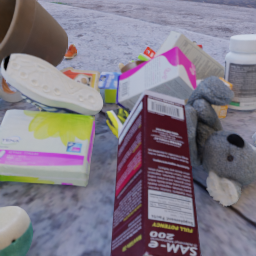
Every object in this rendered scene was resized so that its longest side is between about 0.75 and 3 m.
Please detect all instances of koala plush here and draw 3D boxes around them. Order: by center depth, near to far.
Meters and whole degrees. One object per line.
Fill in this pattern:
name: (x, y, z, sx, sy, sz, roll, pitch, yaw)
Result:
koala plush: (1.938, 0.440, 6.291, 2.250, 2.068, 1.995, 40, 59, 20)

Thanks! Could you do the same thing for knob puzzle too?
knob puzzle: (-1.943, -0.991, 8.495, 2.180, 0.302, 2.180, -2, 74, 7)

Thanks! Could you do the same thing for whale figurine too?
whale figurine: (-2.323, 1.875, 4.744, 1.653, 0.857, 1.315, -7, 17, 37)

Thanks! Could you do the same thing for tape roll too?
tape roll: (-4.020, -1.553, 9.612, 1.305, 1.305, 0.431, 4, 31, 6)

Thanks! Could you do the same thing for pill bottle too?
pill bottle: (3.751, -1.791, 9.036, 1.246, 2.203, 1.246, -3, 26, 2)

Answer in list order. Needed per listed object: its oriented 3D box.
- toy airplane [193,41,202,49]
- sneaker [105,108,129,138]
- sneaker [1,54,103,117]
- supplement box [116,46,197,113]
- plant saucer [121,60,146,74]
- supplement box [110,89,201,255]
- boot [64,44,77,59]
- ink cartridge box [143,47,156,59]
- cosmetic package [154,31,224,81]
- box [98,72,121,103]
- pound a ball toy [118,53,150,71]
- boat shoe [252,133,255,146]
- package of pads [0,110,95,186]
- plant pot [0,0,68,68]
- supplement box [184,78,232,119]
toy airplane: (2.978, -3.616, 13.636, 1.099, 0.779, 1.103, 23, 73, 49)
sneaker: (0.095, 0.126, 6.864, 0.702, 0.618, 1.659, -28, 70, -17)
sneaker: (-2.134, -0.646, 7.165, 2.587, 1.894, 1.042, 22, 56, -31)
supplement box: (0.750, -1.183, 7.675, 2.003, 1.035, 1.013, -20, 54, 36)
plant saucer: (1.055, -1.720, 9.782, 2.656, 0.486, 2.656, 20, 27, -11)
supplement box: (0.341, 0.843, 4.447, 0.796, 1.423, 2.615, 14, 52, -14)
boot: (-2.898, -3.819, 13.979, 0.414, 0.592, 1.103, 8, 34, 10)
ink cartridge box: (1.426, -3.082, 12.290, 1.472, 0.369, 1.194, 39, 33, -9)
cosmetic package: (2.191, -2.247, 9.815, 2.271, 1.174, 0.991, 30, 16, -24)
box: (0.253, -1.464, 10.115, 2.613, 0.623, 1.594, 2, 32, 4)
pound a ball toy: (0.474, -2.432, 11.795, 1.114, 0.726, 1.708, -36, 40, -7)
boat shoe: (4.497, 0.329, 7.023, 2.824, 1.017, 0.967, -3, 58, -24)
package of pads: (-1.887, 0.388, 6.344, 2.152, 0.734, 1.663, 4, 49, -2)
plant pot: (-3.154, -2.854, 8.520, 2.624, 2.624, 2.288, 25, 5, 34)
supplement box: (2.118, -0.796, 8.536, 1.845, 1.163, 0.678, -10, 34, -15)
